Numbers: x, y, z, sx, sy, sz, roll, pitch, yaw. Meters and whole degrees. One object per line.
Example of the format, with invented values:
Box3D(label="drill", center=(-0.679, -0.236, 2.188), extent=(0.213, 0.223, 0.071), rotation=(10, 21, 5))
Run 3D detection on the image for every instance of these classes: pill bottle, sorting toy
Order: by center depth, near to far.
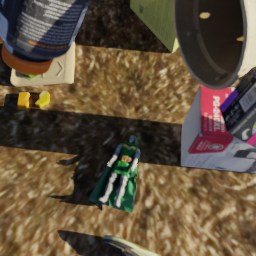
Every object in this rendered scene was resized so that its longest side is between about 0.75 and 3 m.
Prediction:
Box3D(label="pill bottle", center=(-1.491, -2.263, 4.987), extent=(1.463, 2.755, 1.463), rotation=(21, 40, -18))
Box3D(label="sorting toy", center=(-2.474, -1.667, 8.083), extent=(1.766, 0.317, 2.371), rotation=(-2, 66, -1))

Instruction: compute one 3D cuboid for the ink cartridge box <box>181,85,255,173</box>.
Box3D(label="ink cartridge box", center=(2.799, 0.172, 6.284), extent=(2.874, 2.087, 1.198), rotation=(5, 66, 2))

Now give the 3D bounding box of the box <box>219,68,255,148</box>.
Box3D(label="box", center=(2.356, -0.125, 4.440), extent=(1.485, 0.908, 0.788), rotation=(25, 34, -12))

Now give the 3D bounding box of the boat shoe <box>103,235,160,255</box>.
Box3D(label="boat shoe", center=(0.046, 2.724, 6.053), extent=(1.327, 0.474, 0.436), rotation=(20, 63, 4))

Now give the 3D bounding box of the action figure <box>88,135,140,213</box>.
Box3D(label="action figure", center=(-0.152, 0.993, 6.838), extent=(1.099, 0.509, 1.861), rotation=(14, 63, 10))

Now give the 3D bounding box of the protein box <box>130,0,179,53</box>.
Box3D(label="protein box", center=(1.328, -3.948, 8.020), extent=(1.549, 2.279, 2.296), rotation=(-32, 70, -13))

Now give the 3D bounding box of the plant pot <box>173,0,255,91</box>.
Box3D(label="plant pot", center=(2.241, -2.048, 4.952), extent=(2.102, 2.297, 2.297), rotation=(-17, 67, -10))
